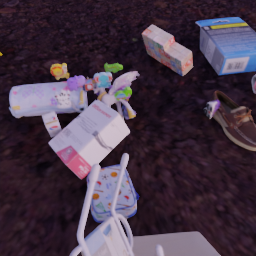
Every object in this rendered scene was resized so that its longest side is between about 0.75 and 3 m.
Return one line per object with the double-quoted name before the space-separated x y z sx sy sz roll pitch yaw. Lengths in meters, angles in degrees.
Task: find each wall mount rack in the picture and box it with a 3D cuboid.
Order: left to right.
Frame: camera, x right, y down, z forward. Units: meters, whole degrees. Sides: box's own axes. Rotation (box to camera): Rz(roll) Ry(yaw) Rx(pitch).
"wall mount rack" -0.151 1.289 3.735 0.717 1.922 1.670 -25 84 15

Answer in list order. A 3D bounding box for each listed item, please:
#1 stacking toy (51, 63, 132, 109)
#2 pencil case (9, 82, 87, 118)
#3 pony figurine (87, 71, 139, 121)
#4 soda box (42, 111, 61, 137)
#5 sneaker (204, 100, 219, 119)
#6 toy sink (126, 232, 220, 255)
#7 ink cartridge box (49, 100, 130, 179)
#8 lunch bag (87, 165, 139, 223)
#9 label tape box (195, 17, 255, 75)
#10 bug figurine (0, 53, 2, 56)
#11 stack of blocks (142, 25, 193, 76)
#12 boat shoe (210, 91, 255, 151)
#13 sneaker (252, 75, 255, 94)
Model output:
"stacking toy" -1.082 -1.355 8.009 2.187 0.514 1.649 -8 43 -9
"pencil case" -2.368 -0.841 8.551 2.292 0.953 1.040 -4 64 -4
"pony figurine" -0.388 -0.950 8.406 1.549 1.336 1.604 -19 81 -17
"soda box" -2.000 -0.079 7.429 0.335 0.984 0.313 -20 73 -13
"sneaker" 2.529 -0.550 8.350 0.375 0.898 0.362 -27 74 -5
"toy sink" 0.471 2.703 4.827 2.118 1.381 1.187 -3 90 -6
"ink cartridge box" -0.988 0.243 7.160 1.728 0.715 1.266 -44 39 -10
"lunch bag" -0.367 1.543 6.601 1.108 0.522 1.383 -9 43 -11
"label tape box" 3.898 -3.220 10.760 1.921 0.886 2.681 -9 46 -9
"bug figurine" -6.260 -2.661 10.370 2.060 0.684 2.657 32 56 26
"stack of blocks" 1.427 -2.823 10.163 0.554 1.090 1.893 -43 60 -9
"boat shoe" 3.161 -0.284 8.144 0.791 0.789 2.193 -18 50 -15
"sneaker" 4.646 -1.141 8.973 1.002 0.721 1.917 -4 42 -7
